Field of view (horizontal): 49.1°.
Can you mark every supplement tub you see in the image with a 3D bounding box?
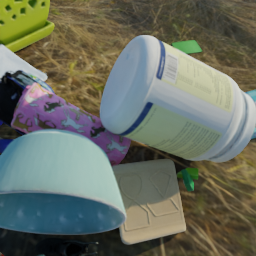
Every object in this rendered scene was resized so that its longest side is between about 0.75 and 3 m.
[{"bbox_3d":[1.059,-0.487,6.094,2.869,2.080,2.080,21,47,-21],"label":"supplement tub"}]

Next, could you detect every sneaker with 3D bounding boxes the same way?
[{"bbox_3d":[-1.183,2.267,5.288,1.226,0.640,0.368,3,67,-4],"label":"sneaker"}]

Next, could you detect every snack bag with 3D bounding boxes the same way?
[{"bbox_3d":[-3.594,-1.417,8.169,1.749,0.199,1.855,35,59,-8],"label":"snack bag"}]

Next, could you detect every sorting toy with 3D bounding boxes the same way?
[{"bbox_3d":[0.718,1.449,5.961,2.096,0.308,1.549,-4,74,-22],"label":"sorting toy"}]

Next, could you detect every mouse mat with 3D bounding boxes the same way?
[{"bbox_3d":[2.094,-2.880,10.018,0.938,0.035,0.754,-9,51,-9],"label":"mouse mat"}]

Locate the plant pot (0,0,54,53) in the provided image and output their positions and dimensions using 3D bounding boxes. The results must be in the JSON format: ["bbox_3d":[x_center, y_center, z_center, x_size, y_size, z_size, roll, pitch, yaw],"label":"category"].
[{"bbox_3d":[-4.183,-4.042,9.309,2.615,2.373,2.602,29,54,29],"label":"plant pot"}]

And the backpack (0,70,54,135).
[{"bbox_3d":[-2.490,-0.583,7.159,1.520,1.391,1.117,38,33,-5],"label":"backpack"}]

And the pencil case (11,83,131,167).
[{"bbox_3d":[-1.240,-0.005,6.263,2.585,1.070,1.118,26,11,-17],"label":"pencil case"}]

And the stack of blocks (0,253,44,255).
[{"bbox_3d":[-2.441,2.823,4.937,2.015,0.590,1.160,-9,51,-7],"label":"stack of blocks"}]

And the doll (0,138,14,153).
[{"bbox_3d":[-1.984,0.799,6.552,2.761,0.669,1.884,12,55,10],"label":"doll"}]

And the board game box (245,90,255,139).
[{"bbox_3d":[3.457,-0.401,7.778,1.021,0.317,1.353,-15,52,-12],"label":"board game box"}]

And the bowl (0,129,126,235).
[{"bbox_3d":[-1.299,0.963,5.030,2.582,2.582,1.350,1,58,1],"label":"bowl"}]

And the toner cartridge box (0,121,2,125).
[{"bbox_3d":[-4.156,-0.448,7.600,1.393,0.662,0.301,19,52,14],"label":"toner cartridge box"}]
